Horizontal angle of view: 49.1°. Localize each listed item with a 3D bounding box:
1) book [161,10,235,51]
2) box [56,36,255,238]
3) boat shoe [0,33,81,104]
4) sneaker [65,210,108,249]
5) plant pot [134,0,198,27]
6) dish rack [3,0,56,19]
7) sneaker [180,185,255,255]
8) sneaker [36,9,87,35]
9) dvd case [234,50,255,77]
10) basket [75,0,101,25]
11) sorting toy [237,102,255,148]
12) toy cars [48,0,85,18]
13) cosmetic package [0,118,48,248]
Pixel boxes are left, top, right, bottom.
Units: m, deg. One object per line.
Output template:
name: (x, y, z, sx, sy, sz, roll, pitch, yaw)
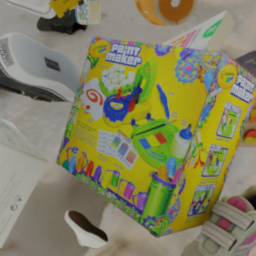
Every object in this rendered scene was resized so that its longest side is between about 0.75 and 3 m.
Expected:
book: (1.223, -1.706, 6.620, 0.551, 2.295, 1.533, 49, 53, -20)
box: (0.371, -0.037, 4.930, 2.645, 1.614, 2.548, 24, 99, 42)
boat shoe: (-1.752, -0.947, 5.609, 0.991, 2.993, 1.046, -17, 86, 14)
sneaker: (-0.616, 1.392, 3.701, 0.324, 0.765, 0.278, -36, 26, 12)
plant pot: (1.094, -3.539, 7.551, 1.804, 1.804, 1.652, -4, 35, -3)
dish rack: (-2.193, -3.464, 6.195, 1.481, 1.726, 0.376, 21, 24, 6)
sneaker: (1.530, 1.543, 4.263, 2.141, 0.944, 0.871, -26, 27, -32)
sneaker: (-2.457, -3.899, 10.520, 1.942, 0.737, 0.881, -14, 68, -5)
dvd case: (3.013, -1.355, 6.990, 1.259, 0.135, 1.693, -25, 36, 6)
basket: (-1.230, -3.478, 8.196, 0.707, 0.897, 1.017, -13, 33, -28)
sorting toy: (2.226, -0.031, 5.388, 1.066, 0.987, 0.194, -2, 27, -5)
toy cars: (-1.155, -2.929, 5.550, 0.721, 0.356, 1.607, 7, 93, -27)
cosmetic package: (-3.304, 0.341, 4.748, 2.735, 2.744, 1.687, 24, 85, 53)
